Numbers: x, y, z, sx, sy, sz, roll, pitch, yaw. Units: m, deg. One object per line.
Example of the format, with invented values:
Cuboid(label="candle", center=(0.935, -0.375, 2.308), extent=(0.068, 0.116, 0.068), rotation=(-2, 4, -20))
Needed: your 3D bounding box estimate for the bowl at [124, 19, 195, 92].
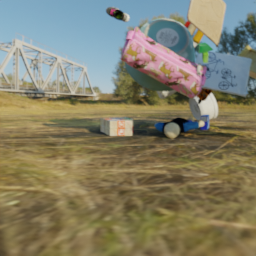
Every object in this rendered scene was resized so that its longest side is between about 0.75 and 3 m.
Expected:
Cuboid(label="bowl", center=(1.180, -2.676, 9.563), extent=(2.582, 2.582, 1.350), rotation=(0, -21, -3))

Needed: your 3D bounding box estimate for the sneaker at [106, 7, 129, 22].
Cuboid(label="sneaker", center=(-0.382, -3.559, 8.698), extent=(0.861, 0.318, 0.377), rotation=(33, 19, 19))

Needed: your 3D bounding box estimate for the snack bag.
Cuboid(label="snack bag", center=(3.087, -1.851, 9.276), extent=(1.855, 1.749, 0.199), rotation=(14, -31, 14))

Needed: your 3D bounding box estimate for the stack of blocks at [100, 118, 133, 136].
Cuboid(label="stack of blocks", center=(-0.392, -0.075, 11.444), extent=(1.160, 0.590, 2.015), rotation=(-1, 5, -15))

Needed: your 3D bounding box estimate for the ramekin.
Cuboid(label="ramekin", center=(4.899, -1.436, 18.573), extent=(1.101, 2.099, 2.099), rotation=(-19, 8, -8))

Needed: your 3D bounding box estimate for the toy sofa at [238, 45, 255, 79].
Cuboid(label="toy sofa", center=(5.410, -2.523, 11.429), extent=(1.042, 0.884, 2.135), rotation=(34, 15, -26))

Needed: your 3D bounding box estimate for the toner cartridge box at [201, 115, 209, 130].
Cuboid(label="toner cartridge box", center=(3.691, -0.286, 13.431), extent=(0.301, 0.662, 1.393), rotation=(3, 6, 19))

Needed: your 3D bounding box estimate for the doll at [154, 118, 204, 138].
Cuboid(label="doll", center=(1.997, -0.067, 10.883), extent=(1.884, 0.669, 2.761), rotation=(-2, 4, 23))

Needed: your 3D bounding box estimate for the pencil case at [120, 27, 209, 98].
Cuboid(label="pencil case", center=(1.022, -1.860, 8.118), extent=(2.585, 1.118, 1.070), rotation=(27, 37, -5))

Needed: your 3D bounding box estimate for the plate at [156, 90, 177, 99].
Cuboid(label="plate", center=(1.813, -2.262, 12.698), extent=(1.555, 1.558, 0.252), rotation=(-27, 13, 17))

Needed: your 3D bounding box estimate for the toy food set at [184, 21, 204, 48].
Cuboid(label="toy food set", center=(2.417, -3.611, 10.667), extent=(0.803, 0.757, 1.681), rotation=(30, 8, -2))

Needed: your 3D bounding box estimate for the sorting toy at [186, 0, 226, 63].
Cuboid(label="sorting toy", center=(2.055, -2.877, 7.630), extent=(1.549, 2.096, 0.308), rotation=(27, -19, -37))

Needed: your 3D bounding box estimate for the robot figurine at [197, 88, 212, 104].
Cuboid(label="robot figurine", center=(3.089, -1.562, 11.099), extent=(0.449, 1.118, 1.543), rotation=(35, 34, 4))
